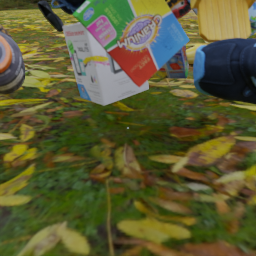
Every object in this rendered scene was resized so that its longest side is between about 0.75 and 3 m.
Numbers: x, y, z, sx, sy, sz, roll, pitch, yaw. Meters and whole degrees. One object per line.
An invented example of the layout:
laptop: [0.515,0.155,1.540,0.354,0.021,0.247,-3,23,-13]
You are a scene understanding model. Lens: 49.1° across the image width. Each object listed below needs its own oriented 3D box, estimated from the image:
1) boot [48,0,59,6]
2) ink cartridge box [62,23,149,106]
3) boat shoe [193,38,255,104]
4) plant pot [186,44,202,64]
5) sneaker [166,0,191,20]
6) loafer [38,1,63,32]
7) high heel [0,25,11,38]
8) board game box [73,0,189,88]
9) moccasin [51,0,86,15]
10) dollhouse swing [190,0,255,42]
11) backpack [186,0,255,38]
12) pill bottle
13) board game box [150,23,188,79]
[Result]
boot: [-1.916,-3.311,6.252,1.343,0.626,1.736,40,20,16]
ink cartridge box: [-0.491,-1.572,6.283,1.237,1.694,1.243,-24,25,-26]
boat shoe: [2.259,-0.754,4.219,2.964,1.247,1.018,-15,13,-35]
plant pot: [3.362,-3.689,14.322,0.953,1.013,1.013,-7,24,21]
sneaker: [1.169,-3.724,9.629,2.270,0.884,0.933,-27,11,10]
loafer: [-2.154,-3.074,7.762,0.319,0.939,0.330,-27,17,31]
high heel: [-3.927,-2.805,8.268,1.154,0.578,1.618,28,1,-15]
board game box: [0.090,-1.352,3.784,1.015,1.327,0.268,-44,35,5]
moccasin: [-0.967,-2.423,5.276,0.779,0.660,1.935,26,14,-7]
dollhouse swing: [1.899,-2.340,5.093,1.225,1.113,1.077,-3,70,-11]
backpack: [2.423,-3.059,6.995,1.546,2.011,1.640,-11,26,43]
pill bottle: [-1.889,-0.919,4.007,0.755,0.755,1.422,-10,3,-18]
board game box: [0.244,-2.022,7.672,2.583,1.748,0.445,5,69,20]
